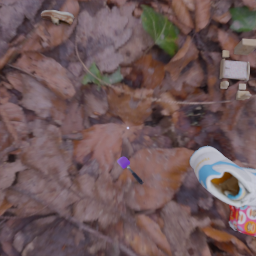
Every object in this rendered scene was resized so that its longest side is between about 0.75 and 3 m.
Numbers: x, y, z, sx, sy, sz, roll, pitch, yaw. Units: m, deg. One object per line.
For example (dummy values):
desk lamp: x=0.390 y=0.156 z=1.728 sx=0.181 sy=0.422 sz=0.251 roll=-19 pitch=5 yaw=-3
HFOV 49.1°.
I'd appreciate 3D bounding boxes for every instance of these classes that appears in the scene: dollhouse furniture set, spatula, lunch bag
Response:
dollhouse furniture set: x=2.863 y=-1.513 z=7.285 sx=0.743 sy=0.634 sz=1.433 roll=6 pitch=84 yaw=1
spatula: x=0.087 y=1.114 z=7.248 sx=0.247 sy=0.090 sz=0.876 roll=-41 pitch=85 yaw=-4
lunch bag: x=3.078 y=1.921 z=6.904 sx=1.239 sy=0.576 sz=1.407 roll=13 pitch=83 yaw=2

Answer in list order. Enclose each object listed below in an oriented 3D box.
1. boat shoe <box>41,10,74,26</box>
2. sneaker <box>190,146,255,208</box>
boat shoe: x=-1.939 y=-2.977 z=7.618 sx=0.883 sy=0.334 sz=0.317 roll=5 pitch=85 yaw=2
sneaker: x=1.936 y=1.050 z=4.837 sx=1.906 sy=0.770 sz=0.729 roll=25 pitch=114 yaw=-16
